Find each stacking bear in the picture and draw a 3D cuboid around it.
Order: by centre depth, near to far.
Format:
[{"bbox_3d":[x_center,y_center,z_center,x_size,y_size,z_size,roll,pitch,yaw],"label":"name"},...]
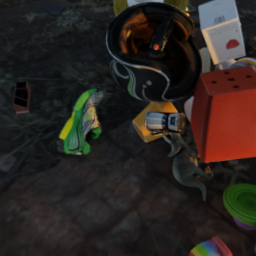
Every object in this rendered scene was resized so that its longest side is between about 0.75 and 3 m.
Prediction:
[{"bbox_3d":[1.765,3.208,6.751,1.219,0.740,0.693,-23,43,-11],"label":"stacking bear"}]

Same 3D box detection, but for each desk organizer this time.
[{"bbox_3d":[-4.081,-1.186,10.784,0.485,0.521,1.353,-8,48,-7],"label":"desk organizer"}]

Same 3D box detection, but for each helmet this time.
[{"bbox_3d":[0.737,-1.963,8.040,2.669,2.545,2.669,-5,70,16],"label":"helmet"}]

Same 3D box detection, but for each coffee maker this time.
[{"bbox_3d":[0.852,-0.143,6.165,0.786,0.530,0.755,5,18,26],"label":"coffee maker"}]

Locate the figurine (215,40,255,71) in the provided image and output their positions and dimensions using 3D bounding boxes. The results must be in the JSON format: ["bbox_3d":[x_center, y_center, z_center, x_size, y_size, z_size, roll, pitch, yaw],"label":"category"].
[{"bbox_3d":[5.176,-2.221,11.443,2.533,1.117,2.596,39,59,25],"label":"figurine"}]

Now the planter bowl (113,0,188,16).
[{"bbox_3d":[0.987,-4.690,10.390,2.892,2.892,1.205,25,21,21],"label":"planter bowl"}]

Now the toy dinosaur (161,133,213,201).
[{"bbox_3d":[1.835,1.206,8.543,1.244,0.936,2.433,-11,54,8],"label":"toy dinosaur"}]

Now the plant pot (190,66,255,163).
[{"bbox_3d":[2.589,-0.471,7.012,1.900,1.675,1.899,-8,33,7],"label":"plant pot"}]

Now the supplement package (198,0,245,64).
[{"bbox_3d":[2.737,-2.779,8.104,0.965,1.591,0.953,-12,60,25],"label":"supplement package"}]

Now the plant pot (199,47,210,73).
[{"bbox_3d":[2.459,-2.347,11.239,1.601,1.749,1.749,1,47,16],"label":"plant pot"}]

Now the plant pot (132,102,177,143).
[{"bbox_3d":[0.904,-0.198,9.453,1.275,1.392,1.392,-33,54,-7],"label":"plant pot"}]

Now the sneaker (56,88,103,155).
[{"bbox_3d":[-1.391,-0.194,9.687,1.173,1.074,2.753,16,58,4],"label":"sneaker"}]

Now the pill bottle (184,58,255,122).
[{"bbox_3d":[3.471,-1.118,9.873,2.843,1.654,1.654,-35,56,-18],"label":"pill bottle"}]

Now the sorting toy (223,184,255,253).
[{"bbox_3d":[3.671,2.667,7.074,2.855,1.172,1.715,24,36,35],"label":"sorting toy"}]

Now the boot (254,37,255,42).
[{"bbox_3d":[4.738,-2.735,8.830,1.289,1.001,0.494,48,18,0],"label":"boot"}]

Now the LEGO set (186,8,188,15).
[{"bbox_3d":[2.551,-5.410,14.481,0.652,0.806,1.752,22,89,28],"label":"LEGO set"}]

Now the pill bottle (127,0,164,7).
[{"bbox_3d":[0.592,-3.912,9.162,1.162,1.997,1.162,-3,66,6],"label":"pill bottle"}]
